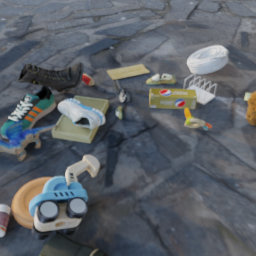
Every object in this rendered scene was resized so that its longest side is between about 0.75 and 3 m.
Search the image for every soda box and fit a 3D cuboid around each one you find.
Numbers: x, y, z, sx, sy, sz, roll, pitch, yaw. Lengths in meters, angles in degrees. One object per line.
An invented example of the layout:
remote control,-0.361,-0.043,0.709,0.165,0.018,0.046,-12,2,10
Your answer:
soda box,2.017,-1.322,12.695,2.080,0.666,0.704,2,41,2

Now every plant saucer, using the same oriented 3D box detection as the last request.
plant saucer,-2.723,2.280,8.851,1.836,0.296,1.836,0,42,0

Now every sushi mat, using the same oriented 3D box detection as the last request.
sushi mat,-0.016,-3.002,15.034,2.139,0.129,1.023,-14,43,-16

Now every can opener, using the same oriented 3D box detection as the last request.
can opener,-0.299,-1.732,13.486,0.517,0.412,1.546,19,31,-30

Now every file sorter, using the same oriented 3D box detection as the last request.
file sorter,3.374,-1.862,13.218,0.901,0.808,1.298,-32,51,-31

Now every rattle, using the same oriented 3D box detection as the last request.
rattle,2.856,-0.349,11.519,1.055,0.687,0.754,1,48,-1

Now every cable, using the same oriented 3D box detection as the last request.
cable,3.803,-3.274,13.422,1.891,0.655,1.892,-19,30,18

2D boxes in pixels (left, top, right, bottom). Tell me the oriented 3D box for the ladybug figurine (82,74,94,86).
ladybug figurine,-2.051,-2.386,14.012,0.784,0.532,0.282,36,61,11

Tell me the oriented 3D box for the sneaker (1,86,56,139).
sneaker,-4.219,-0.752,11.644,1.018,1.139,2.851,18,46,23

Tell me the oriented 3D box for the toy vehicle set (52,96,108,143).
toy vehicle set,-1.955,-0.436,11.923,1.595,0.340,2.567,9,42,10

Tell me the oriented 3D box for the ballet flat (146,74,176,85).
ballet flat,1.663,-2.475,14.160,1.497,0.529,0.529,-1,41,0

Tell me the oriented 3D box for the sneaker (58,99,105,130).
sneaker,-2.031,-0.508,11.090,2.148,0.805,0.931,18,37,23

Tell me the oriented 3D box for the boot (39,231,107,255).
boot,-1.852,3.760,6.820,1.680,0.941,2.429,17,30,25

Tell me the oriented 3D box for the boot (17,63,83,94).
boot,-3.424,-2.321,12.279,2.262,2.599,0.900,13,61,-40

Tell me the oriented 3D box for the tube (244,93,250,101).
tube,6.217,-1.304,12.920,1.584,0.411,0.460,14,4,23

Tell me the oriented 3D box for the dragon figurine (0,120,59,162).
dragon figurine,-4.045,0.307,10.530,1.383,0.819,2.782,36,63,21

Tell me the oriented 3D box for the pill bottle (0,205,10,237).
pill bottle,-3.765,2.718,8.205,0.475,0.475,0.832,-2,42,-3

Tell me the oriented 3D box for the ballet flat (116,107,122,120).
ballet flat,-0.404,-0.653,12.205,0.308,0.308,0.870,0,36,0

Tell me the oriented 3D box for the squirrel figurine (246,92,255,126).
squirrel figurine,5.743,-0.799,11.248,1.900,1.773,1.344,19,45,21

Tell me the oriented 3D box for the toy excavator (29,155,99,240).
toy excavator,-1.765,1.812,8.302,2.286,1.174,2.351,1,45,-27
